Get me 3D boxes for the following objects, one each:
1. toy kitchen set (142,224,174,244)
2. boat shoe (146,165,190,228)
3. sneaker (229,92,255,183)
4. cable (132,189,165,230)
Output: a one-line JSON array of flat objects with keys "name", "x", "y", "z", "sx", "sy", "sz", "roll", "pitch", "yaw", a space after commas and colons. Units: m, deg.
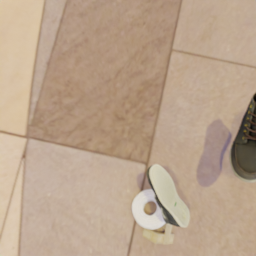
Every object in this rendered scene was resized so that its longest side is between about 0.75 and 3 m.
[{"name": "toy kitchen set", "x": 1.053, "y": 3.461, "z": 9.427, "sx": 0.793, "sy": 0.716, "sz": 0.647, "roll": 18, "pitch": 82, "yaw": -37}, {"name": "boat shoe", "x": 0.974, "y": 1.936, "z": 7.783, "sx": 0.760, "sy": 0.716, "sz": 2.117, "roll": -48, "pitch": 117, "yaw": -40}, {"name": "sneaker", "x": 3.153, "y": 0.117, "z": 7.072, "sx": 0.886, "sy": 1.258, "sz": 2.368, "roll": 11, "pitch": 56, "yaw": 18}, {"name": "cable", "x": 0.748, "y": 2.695, "z": 9.296, "sx": 1.280, "sy": 0.443, "sz": 1.280, "roll": -28, "pitch": 62, "yaw": 2}]
